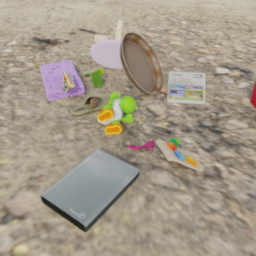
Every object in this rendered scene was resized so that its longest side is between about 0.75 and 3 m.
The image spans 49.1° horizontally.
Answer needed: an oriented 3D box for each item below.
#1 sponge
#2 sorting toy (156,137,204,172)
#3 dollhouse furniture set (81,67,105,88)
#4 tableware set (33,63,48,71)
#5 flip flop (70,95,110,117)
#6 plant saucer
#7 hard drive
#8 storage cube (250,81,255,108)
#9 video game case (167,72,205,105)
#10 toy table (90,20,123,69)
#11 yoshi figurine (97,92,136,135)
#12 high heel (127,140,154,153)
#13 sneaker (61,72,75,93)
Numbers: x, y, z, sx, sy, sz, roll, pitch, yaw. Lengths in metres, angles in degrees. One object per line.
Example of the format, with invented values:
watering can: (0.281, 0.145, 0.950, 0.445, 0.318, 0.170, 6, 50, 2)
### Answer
sponge: (-3.158, -2.293, 13.101, 1.625, 0.434, 2.912, -14, 39, -15)
sorting toy: (1.527, 0.672, 8.801, 1.270, 0.253, 1.718, 19, 20, -24)
dollhouse furniture set: (-1.629, -2.436, 13.493, 0.880, 0.680, 1.761, -19, 21, -13)
tableware set: (-4.290, -3.211, 14.547, 1.239, 0.248, 0.819, 15, 39, 20)
flip flop: (-1.516, -0.975, 11.281, 1.735, 0.499, 0.703, -21, 37, -21)
plant saucer: (0.534, -2.745, 12.268, 0.465, 2.900, 2.900, -20, 24, 35)
hard drive: (-1.004, 1.635, 7.860, 1.633, 0.385, 2.339, 23, 42, 28)
storage cube: (5.954, -1.354, 10.927, 1.488, 1.565, 1.741, -5, 36, -7)
video game case: (2.475, -1.699, 11.896, 1.545, 0.170, 1.407, 4, 73, 5)
toy table: (-0.639, -4.111, 14.310, 2.472, 2.273, 1.448, 13, 49, -20)
yoshi figurine: (-0.293, -0.658, 10.351, 1.231, 1.236, 2.199, 24, 27, -1)
high heel: (0.415, 0.547, 9.265, 0.889, 0.427, 0.300, 8, 4, -1)
sneaker: (-2.620, -1.951, 11.870, 0.506, 0.499, 1.293, 34, 19, -32)
